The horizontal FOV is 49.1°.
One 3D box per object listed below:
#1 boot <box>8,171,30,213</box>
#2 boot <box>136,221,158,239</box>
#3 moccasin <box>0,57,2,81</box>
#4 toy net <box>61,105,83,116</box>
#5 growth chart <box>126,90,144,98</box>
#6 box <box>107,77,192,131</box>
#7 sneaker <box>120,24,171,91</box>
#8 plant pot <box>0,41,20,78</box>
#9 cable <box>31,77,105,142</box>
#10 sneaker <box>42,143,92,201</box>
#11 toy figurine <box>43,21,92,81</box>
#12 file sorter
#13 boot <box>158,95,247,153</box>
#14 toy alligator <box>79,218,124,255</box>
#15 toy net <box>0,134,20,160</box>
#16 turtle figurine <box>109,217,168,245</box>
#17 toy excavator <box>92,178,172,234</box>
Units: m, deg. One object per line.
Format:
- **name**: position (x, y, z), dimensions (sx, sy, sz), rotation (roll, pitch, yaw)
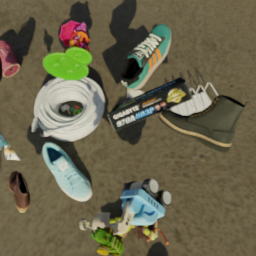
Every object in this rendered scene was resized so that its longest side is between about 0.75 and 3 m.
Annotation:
- **boot**: position (-3.127, 1.608, 8.138), dimensions (0.526, 1.210, 1.455), rotation (-8, 51, -30)
- **boot**: position (0.605, 3.260, 9.328), dimensions (0.703, 0.306, 0.845), rotation (-2, 68, -3)
- **moccasin**: position (-4.257, -1.383, 8.252), dimensions (0.808, 0.765, 2.093), rotation (10, 67, -10)
- **toy net**: position (-2.307, -0.778, 11.348), dimensions (0.919, 0.178, 0.482), rotation (21, 66, 10)
- **growth chart**: position (0.303, -1.373, 11.696), dimensions (0.762, 0.068, 0.551), rotation (10, 65, 5)
- **box**: position (0.655, -0.761, 8.348), dimensions (2.324, 1.847, 0.535), rotation (-22, 101, 12)
- **sneaker**: position (0.485, -2.002, 7.758), dimensions (0.735, 0.822, 2.058), rotation (33, 97, 22)
- **plant pot**: position (-5.269, -2.821, 11.831), dimensions (1.266, 1.266, 1.134), rotation (-39, 85, -17)
- **cable**: position (-2.261, -0.787, 10.939), dimensions (2.719, 0.941, 2.718), rotation (-4, 63, -2)
- **sneaker**: position (-2.240, 1.512, 9.773), dimensions (0.924, 1.024, 2.500), rotation (-42, 71, -17)
- **toy figurine**: position (-1.842, -2.871, 9.483), dimensions (1.500, 1.999, 1.840), rotation (21, 63, -33)
- **file sorter**: position (2.604, -0.945, 10.978), dimensions (1.605, 0.999, 1.114), rotation (-19, 65, -8)
- **boot**: position (1.802, -0.381, 6.879), dimensions (1.888, 1.306, 0.731), rotation (24, 26, 16)
- **toy alligator**: position (-0.423, 2.221, 5.540), dimensions (0.358, 1.489, 0.493), rotation (-11, 44, 30)
- **toy net**: position (-2.911, 0.392, 6.399), dimensions (0.289, 1.497, 0.785), rotation (-41, 71, -20)
- **turtle figurine**: position (0.144, 3.087, 9.077), dimensions (1.793, 0.716, 2.224), rotation (-29, 58, -11)
- **toy excavator**: position (0.124, 2.125, 7.061), dimensions (1.802, 0.926, 1.853), rotation (43, 49, -26)
